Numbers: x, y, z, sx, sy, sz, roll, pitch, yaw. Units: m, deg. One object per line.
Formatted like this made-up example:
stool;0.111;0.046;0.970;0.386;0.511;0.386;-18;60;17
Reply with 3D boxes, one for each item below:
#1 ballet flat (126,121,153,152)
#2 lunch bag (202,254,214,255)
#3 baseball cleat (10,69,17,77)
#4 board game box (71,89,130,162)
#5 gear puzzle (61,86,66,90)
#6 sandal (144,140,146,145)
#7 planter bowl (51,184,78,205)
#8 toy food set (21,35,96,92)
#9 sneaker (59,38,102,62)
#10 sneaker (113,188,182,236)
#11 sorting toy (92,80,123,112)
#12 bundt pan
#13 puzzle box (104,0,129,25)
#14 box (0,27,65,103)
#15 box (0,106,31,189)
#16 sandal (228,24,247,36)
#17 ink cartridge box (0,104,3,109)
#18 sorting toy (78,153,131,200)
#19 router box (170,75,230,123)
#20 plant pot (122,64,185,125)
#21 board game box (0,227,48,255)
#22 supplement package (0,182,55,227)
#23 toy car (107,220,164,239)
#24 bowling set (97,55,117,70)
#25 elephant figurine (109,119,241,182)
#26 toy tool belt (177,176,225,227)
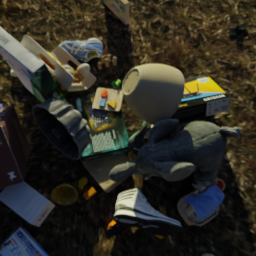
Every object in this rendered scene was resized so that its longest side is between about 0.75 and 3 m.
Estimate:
ballet flat;0.574;0.237;9.160;0.630;0.626;1.842;26;41;11
lunch bag;2.369;3.942;6.981;1.202;1.725;1.447;-14;69;-8
baseball cleat;-3.936;-2.274;10.732;1.144;0.399;0.609;-6;63;-4
board game box;-0.976;-0.160;9.578;1.683;0.350;2.488;-12;59;-3
gear puzzle;-2.204;-1.748;10.644;0.473;0.119;0.912;30;71;12
sandal;0.495;0.649;9.361;0.421;0.281;1.029;-26;66;-12
planter bowl;-1.927;1.965;8.583;0.805;0.805;0.335;-5;31;-2
toy food set;-2.136;-2.173;9.318;1.942;2.706;0.817;42;101;-1
sneaker;-1.910;-2.972;10.886;1.915;0.725;0.738;-13;63;-3
sneaker;0.603;2.287;7.971;2.004;0.756;1.153;19;41;-12
sorting toy;-0.671;-1.188;9.866;0.989;0.197;1.338;5;59;7
bundt pan;-1.879;-0.054;8.324;2.030;2.030;0.762;37;60;16
puzzle box;-0.533;-5.271;11.807;0.212;1.112;1.671;-35;68;-13
box;-3.054;-1.625;9.031;2.085;2.889;0.525;39;75;18
box;-4.003;0.602;8.102;1.731;1.713;2.086;-15;22;-8
sandal;4.596;-4.161;11.752;0.913;0.219;0.343;-29;67;-13
ink cartridge box;-4.539;-0.027;9.681;0.909;0.320;1.523;-25;69;-11
sorting toy;-0.823;1.397;8.946;1.835;0.246;1.367;-36;62;-17
router box;1.948;-0.984;9.605;2.366;0.604;1.765;-14;37;-7
plant pot;0.553;-1.114;8.126;1.223;1.822;1.822;20;59;-32
board game box;-3.045;3.742;7.798;1.326;0.371;1.298;40;71;17
supplement package;-3.006;2.192;8.319;1.344;0.789;0.786;32;70;14
toy car;0.206;2.961;8.268;1.550;0.760;0.516;23;28;-10
bowling set;-0.887;-2.675;10.902;0.818;0.439;0.569;-21;66;-10
elephant figurine;1.193;0.786;7.982;2.914;2.260;2.062;-5;24;-26
toy tool belt;2.294;2.054;8.209;1.774;1.090;1.108;-37;71;-16
